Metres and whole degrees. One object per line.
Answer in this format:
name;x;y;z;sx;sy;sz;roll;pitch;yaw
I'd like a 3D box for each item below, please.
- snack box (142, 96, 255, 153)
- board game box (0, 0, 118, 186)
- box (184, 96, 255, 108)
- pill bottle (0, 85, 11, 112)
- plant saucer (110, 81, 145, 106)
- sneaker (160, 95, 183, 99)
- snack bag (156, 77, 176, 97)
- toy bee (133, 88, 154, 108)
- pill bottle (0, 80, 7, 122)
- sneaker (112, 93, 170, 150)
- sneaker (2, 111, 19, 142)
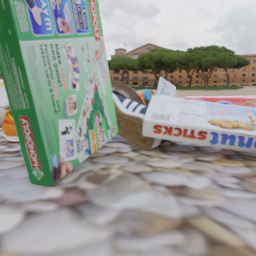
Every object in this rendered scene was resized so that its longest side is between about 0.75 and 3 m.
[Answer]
snack box;1.760;-0.031;4.612;2.926;0.356;1.052;8;29;10
board game box;-0.835;-0.875;3.614;0.387;2.661;1.791;-1;17;24
box;2.401;-0.307;6.880;1.906;0.978;0.902;5;9;29
pill bottle;-2.355;-0.551;6.019;0.502;0.502;0.890;3;-11;20
plant saucer;-0.169;-0.587;7.931;1.583;1.583;0.254;8;42;45
sneaker;1.777;-0.622;9.225;1.351;0.858;2.369;13;18;35
snack bag;1.446;-1.308;10.618;0.111;0.979;1.039;0;-15;44
toy bee;0.481;-0.867;10.680;2.054;1.117;1.345;-12;0;-42
pill bottle;-4.123;-0.869;8.417;2.254;1.271;1.271;10;6;-9
sneaker;0.279;-0.267;6.039;1.209;0.781;2.229;-12;30;-32
sneaker;-1.641;-0.100;6.042;2.086;0.805;0.761;0;6;-9
